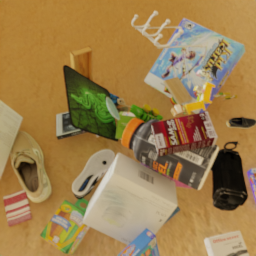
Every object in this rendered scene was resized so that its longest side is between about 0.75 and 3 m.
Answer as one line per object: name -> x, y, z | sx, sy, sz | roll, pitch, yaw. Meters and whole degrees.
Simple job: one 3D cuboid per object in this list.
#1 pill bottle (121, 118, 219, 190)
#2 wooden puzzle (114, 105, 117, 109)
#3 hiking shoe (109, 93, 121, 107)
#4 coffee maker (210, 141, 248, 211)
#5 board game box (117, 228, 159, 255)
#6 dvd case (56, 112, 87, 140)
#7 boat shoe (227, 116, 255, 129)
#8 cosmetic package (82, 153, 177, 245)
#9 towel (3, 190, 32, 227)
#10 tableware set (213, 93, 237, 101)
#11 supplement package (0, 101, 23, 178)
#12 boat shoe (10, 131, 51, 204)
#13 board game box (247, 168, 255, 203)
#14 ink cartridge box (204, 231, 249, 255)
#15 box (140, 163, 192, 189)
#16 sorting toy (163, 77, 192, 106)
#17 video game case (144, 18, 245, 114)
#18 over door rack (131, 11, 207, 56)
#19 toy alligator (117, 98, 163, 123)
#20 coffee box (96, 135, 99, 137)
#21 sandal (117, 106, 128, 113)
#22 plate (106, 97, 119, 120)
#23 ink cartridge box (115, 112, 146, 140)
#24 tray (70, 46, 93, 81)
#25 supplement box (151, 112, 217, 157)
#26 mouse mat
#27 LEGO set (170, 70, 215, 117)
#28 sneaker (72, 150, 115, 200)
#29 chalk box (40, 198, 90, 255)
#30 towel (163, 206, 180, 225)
pill bottle -> 1.118, 0.614, 8.076 | 2.603, 1.383, 1.383 | 24, 66, 19
wooden puzzle -> -0.803, -0.920, 10.920 | 0.805, 0.057, 0.477 | 49, 45, -5
hiking shoe -> -1.023, -1.307, 11.259 | 1.574, 0.682, 0.586 | 21, 67, 15
coffee maker -> 3.085, 1.533, 8.784 | 1.087, 1.551, 1.615 | -7, 39, 17
board game box -> 0.100, 3.728, 7.501 | 1.737, 1.321, 0.391 | -34, 41, -29
dvd case -> -1.820, -0.259, 10.700 | 1.839, 0.227, 1.382 | -15, 40, -3
boat shoe -> 4.474, -0.220, 10.954 | 1.168, 0.363, 0.436 | -1, 62, -2
cosmetic package -> 0.055, 2.241, 8.419 | 2.036, 2.042, 1.256 | 28, 23, -6
towel -> -3.819, 2.739, 9.636 | 0.791, 0.125, 1.098 | -19, 65, -10
tableware set -> 3.300, -1.064, 9.439 | 0.526, 0.120, 0.781 | -25, 24, -31
supplement package -> -5.322, 0.318, 9.547 | 1.922, 1.937, 2.552 | 0, 63, 21
boat shoe -> -3.574, 1.186, 9.872 | 1.078, 0.970, 2.988 | -24, 62, -11
board game box -> 5.400, 2.049, 9.785 | 2.029, 0.454, 1.364 | -5, 64, -2
ink cartridge box -> 3.152, 4.085, 8.687 | 1.085, 0.632, 1.500 | -11, 64, -6
box -> 1.273, 1.270, 9.466 | 1.737, 1.528, 0.840 | 7, 101, 4
sorting toy -> 1.689, -1.266, 9.996 | 0.975, 0.341, 0.981 | -23, 79, -49
video game case -> 2.452, -2.347, 10.708 | 2.630, 0.659, 2.902 | 36, 99, 24
over door rack -> 1.455, -3.243, 9.492 | 2.273, 0.757, 1.679 | -2, 41, -34
toy alligator -> 0.417, -0.419, 8.610 | 1.745, 0.517, 0.473 | 20, 41, -30
coffee box -> -1.010, -0.089, 10.901 | 0.831, 0.331, 0.475 | -39, 70, -17
sandal -> -0.378, -0.648, 11.133 | 0.824, 0.235, 0.327 | -14, 82, -3
plate -> -0.477, -0.551, 8.276 | 0.098, 0.765, 0.765 | -27, 65, 11
ink cartridge box -> 0.775, -0.006, 10.037 | 2.295, 1.696, 0.869 | 6, 96, 1
tray -> -1.725, -2.225, 10.488 | 0.783, 1.587, 0.294 | -27, 59, -26
supplement box -> 1.417, 0.156, 7.238 | 1.506, 0.459, 0.820 | -12, 60, 0
mouse mat -> -1.202, -0.751, 9.622 | 0.104, 2.756, 2.218 | -21, 68, 23
LEGO set -> 1.881, -0.812, 8.176 | 0.820, 0.663, 1.782 | 41, 73, -10
sneaker -> -1.214, 1.572, 9.488 | 0.686, 1.050, 1.877 | 39, 63, 9
chalk box -> -1.805, 3.031, 8.984 | 1.030, 1.025, 1.656 | 28, 68, 13
towel -> 1.292, 2.834, 9.389 | 0.845, 0.205, 0.472 | -37, 77, -10
